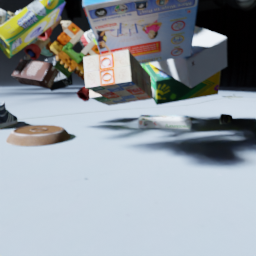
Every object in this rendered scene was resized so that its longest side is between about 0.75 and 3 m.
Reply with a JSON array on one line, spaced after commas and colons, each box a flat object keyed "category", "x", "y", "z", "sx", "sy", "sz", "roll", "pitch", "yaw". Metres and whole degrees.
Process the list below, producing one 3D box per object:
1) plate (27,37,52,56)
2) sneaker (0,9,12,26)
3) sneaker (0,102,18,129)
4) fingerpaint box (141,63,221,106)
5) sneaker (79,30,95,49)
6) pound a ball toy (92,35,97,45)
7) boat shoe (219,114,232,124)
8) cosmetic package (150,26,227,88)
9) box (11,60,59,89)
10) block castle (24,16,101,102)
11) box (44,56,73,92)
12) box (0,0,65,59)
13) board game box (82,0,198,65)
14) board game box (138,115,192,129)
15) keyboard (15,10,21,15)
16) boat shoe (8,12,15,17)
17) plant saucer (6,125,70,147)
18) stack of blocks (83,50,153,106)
[{"category": "plate", "x": -3.524, "y": -3.464, "z": 10.727, "sx": 0.216, "sy": 1.690, "sz": 1.690, "roll": -39, "pitch": -2, "yaw": 20}, {"category": "sneaker", "x": -4.064, "y": -2.978, "z": 8.689, "sx": 0.797, "sy": 0.790, "sz": 2.199, "roll": 20, "pitch": 44, "yaw": -24}, {"category": "sneaker", "x": -5.565, "y": -0.666, "z": 12.482, "sx": 0.752, "sy": 1.165, "sz": 2.147, "roll": 0, "pitch": 11, "yaw": 2}, {"category": "fingerpaint box", "x": 1.893, "y": -2.248, "z": 11.366, "sx": 2.485, "sy": 1.093, "sz": 2.979, "roll": -10, "pitch": 34, "yaw": -6}, {"category": "sneaker", "x": -0.868, "y": -3.117, "z": 12.609, "sx": 1.214, "sy": 2.955, "sz": 1.150, "roll": -39, "pitch": 27, "yaw": -1}, {"category": "pound a ball toy", "x": -0.746, "y": -3.361, "z": 11.052, "sx": 1.365, "sy": 0.580, "sz": 0.890, "roll": 38, "pitch": -23, "yaw": 7}, {"category": "boat shoe", "x": 4.563, "y": -0.434, "z": 13.061, "sx": 0.412, "sy": 0.487, "sz": 1.367, "roll": 2, "pitch": 8, "yaw": 29}, {"category": "cosmetic package", "x": 1.620, "y": -2.600, "z": 9.152, "sx": 1.493, "sy": 1.049, "sz": 2.945, "roll": -31, "pitch": 43, "yaw": -12}, {"category": "box", "x": -3.515, "y": -2.051, "z": 10.612, "sx": 1.618, "sy": 0.810, "sz": 0.606, "roll": 13, "pitch": -21, "yaw": 30}, {"category": "block castle", "x": -2.011, "y": -2.204, "z": 9.382, "sx": 1.842, "sy": 2.757, "sz": 1.293, "roll": -28, "pitch": 26, "yaw": 55}, {"category": "box", "x": -3.081, "y": -2.468, "z": 12.374, "sx": 1.046, "sy": 1.483, "sz": 0.585, "roll": -14, "pitch": -30, "yaw": 5}, {"category": "box", "x": -2.573, "y": -2.528, "z": 7.059, "sx": 2.072, "sy": 0.501, "sz": 1.216, "roll": -44, "pitch": 14, "yaw": -17}, {"category": "board game box", "x": 0.371, "y": -2.513, "z": 6.794, "sx": 2.419, "sy": 0.676, "sz": 2.368, "roll": -9, "pitch": -22, "yaw": 4}, {"category": "board game box", "x": 1.613, "y": -0.284, "z": 12.536, "sx": 2.274, "sy": 0.394, "sz": 1.436, "roll": 1, "pitch": 11, "yaw": 6}, {"category": "keyboard", "x": -4.574, "y": -3.529, "z": 10.182, "sx": 0.106, "sy": 1.997, "sz": 0.562, "roll": 43, "pitch": -7, "yaw": -35}, {"category": "boat shoe", "x": -3.646, "y": -3.866, "z": 10.121, "sx": 0.533, "sy": 0.460, "sz": 1.462, "roll": 20, "pitch": 24, "yaw": 39}, {"category": "plant saucer", "x": -3.230, "y": 0.221, "z": 10.128, "sx": 2.234, "sy": 0.385, "sz": 2.234, "roll": -1, "pitch": 11, "yaw": 0}, {"category": "stack of blocks", "x": -0.283, "y": -1.098, "z": 6.788, "sx": 1.326, "sy": 0.674, "sz": 2.302, "roll": -7, "pitch": -5, "yaw": 15}]
